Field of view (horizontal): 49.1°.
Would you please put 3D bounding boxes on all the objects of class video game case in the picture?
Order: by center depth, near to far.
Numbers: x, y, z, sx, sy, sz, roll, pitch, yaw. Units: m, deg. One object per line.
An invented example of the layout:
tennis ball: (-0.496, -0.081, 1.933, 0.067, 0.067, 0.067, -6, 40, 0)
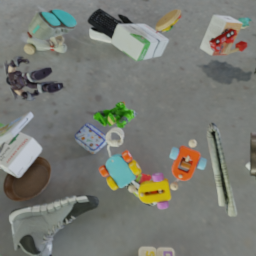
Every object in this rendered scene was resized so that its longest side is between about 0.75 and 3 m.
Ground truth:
video game case: (-3.715, 0.237, 7.987, 1.766, 0.195, 1.608, -26, 19, 10)

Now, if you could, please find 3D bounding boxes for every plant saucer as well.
plant saucer: (-3.504, 1.830, 9.923, 1.783, 0.326, 1.783, -8, 50, 10)

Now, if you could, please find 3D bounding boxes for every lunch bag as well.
lunch bag: (-1.441, 0.375, 10.870, 1.171, 0.442, 0.938, 37, 65, 18)

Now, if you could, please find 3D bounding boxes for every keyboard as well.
keyboard: (-0.356, -4.786, 13.241, 2.895, 0.574, 1.507, 33, 65, -4)

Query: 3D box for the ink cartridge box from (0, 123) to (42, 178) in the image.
ink cartridge box: (-4.376, 0.780, 10.236, 1.907, 0.804, 1.393, 19, 61, 24)

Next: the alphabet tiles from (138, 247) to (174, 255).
alphabet tiles: (0.845, 4.856, 8.468, 2.270, 0.169, 2.321, 3, 60, 1)

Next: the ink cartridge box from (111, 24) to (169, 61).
ink cartridge box: (0.384, -2.620, 8.480, 1.084, 0.614, 1.478, 40, 37, 19)

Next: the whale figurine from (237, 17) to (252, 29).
whale figurine: (5.880, -5.389, 14.135, 0.850, 0.441, 0.676, -31, 65, -16)

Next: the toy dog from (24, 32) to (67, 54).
toy dog: (-3.935, -4.046, 13.078, 1.966, 0.947, 1.297, -11, 61, -6)

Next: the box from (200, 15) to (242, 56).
box: (3.365, -3.339, 10.182, 0.951, 1.249, 0.664, -12, 44, -34)

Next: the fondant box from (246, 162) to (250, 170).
fondant box: (4.988, 1.371, 10.382, 0.983, 0.286, 0.709, -31, 65, -17)

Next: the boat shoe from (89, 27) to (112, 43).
boat shoe: (-1.052, -4.601, 13.602, 1.712, 0.587, 0.616, 14, 61, 8)

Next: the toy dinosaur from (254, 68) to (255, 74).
toy dinosaur: (6.276, -2.781, 12.593, 1.108, 0.597, 2.514, 12, 60, -9)

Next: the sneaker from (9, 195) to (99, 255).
sneaker: (-2.273, 3.253, 8.967, 2.977, 1.117, 1.719, -14, 66, 4)

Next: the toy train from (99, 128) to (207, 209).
toy train: (0.541, 0.898, 6.818, 2.399, 0.667, 1.802, 17, 95, 5)

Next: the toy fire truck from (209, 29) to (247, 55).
toy fire truck: (3.469, -2.893, 9.714, 1.309, 0.923, 0.319, -31, 36, -6)

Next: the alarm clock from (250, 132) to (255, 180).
alarm clock: (3.191, 0.485, 6.761, 0.525, 1.063, 1.576, -3, 82, 23)

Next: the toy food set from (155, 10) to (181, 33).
toy food set: (1.139, -3.047, 8.025, 0.874, 0.215, 0.883, -47, 28, -6)

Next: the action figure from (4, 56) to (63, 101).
action figure: (-2.975, -1.413, 8.350, 2.141, 1.393, 0.743, 10, 40, 37)

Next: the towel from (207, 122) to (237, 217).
towel: (2.502, 1.030, 7.758, 0.400, 2.231, 2.317, -13, 92, 16)

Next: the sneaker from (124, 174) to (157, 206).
sneaker: (0.381, 1.874, 9.956, 1.986, 0.765, 0.843, 44, 56, 14)

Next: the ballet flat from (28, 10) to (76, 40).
ballet flat: (-2.469, -3.334, 9.107, 0.815, 2.558, 0.862, -39, 101, 21)

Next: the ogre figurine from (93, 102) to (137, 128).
ogre figurine: (-0.311, -0.307, 7.296, 0.743, 1.240, 0.608, -28, 98, -33)
